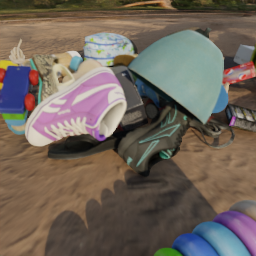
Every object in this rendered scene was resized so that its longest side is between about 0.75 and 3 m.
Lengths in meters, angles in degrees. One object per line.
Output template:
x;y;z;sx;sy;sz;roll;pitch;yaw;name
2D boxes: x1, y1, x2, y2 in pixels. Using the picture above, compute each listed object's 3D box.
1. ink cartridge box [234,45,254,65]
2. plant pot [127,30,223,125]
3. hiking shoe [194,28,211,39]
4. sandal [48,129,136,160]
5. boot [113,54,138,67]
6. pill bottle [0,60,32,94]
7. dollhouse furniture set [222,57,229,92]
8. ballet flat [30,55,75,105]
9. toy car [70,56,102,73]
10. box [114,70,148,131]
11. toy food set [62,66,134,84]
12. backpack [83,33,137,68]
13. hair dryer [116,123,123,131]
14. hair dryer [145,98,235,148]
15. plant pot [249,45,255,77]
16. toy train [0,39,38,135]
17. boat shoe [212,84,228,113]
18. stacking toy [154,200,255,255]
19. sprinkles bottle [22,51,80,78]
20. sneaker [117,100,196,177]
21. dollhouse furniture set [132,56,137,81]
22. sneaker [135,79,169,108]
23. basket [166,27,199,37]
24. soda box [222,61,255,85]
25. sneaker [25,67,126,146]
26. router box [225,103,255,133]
5.591;-2.849;11.715;1.785;0.744;1.295;0;31;-26;ink cartridge box
1.166;-1.184;5.821;1.989;1.339;1.989;36;6;-5;plant pot
1.515;-2.260;8.485;1.118;0.959;2.578;-54;23;-5;hiking shoe
-0.701;0.213;6.335;2.263;0.542;0.851;-13;15;-18;sandal
0.638;-2.904;12.232;2.262;0.815;1.749;9;28;13;boot
-3.936;-1.037;8.037;1.336;1.336;2.385;7;30;13;pill bottle
2.628;-1.314;8.541;1.029;1.358;1.549;14;36;28;dollhouse furniture set
-1.958;-1.092;7.544;1.120;1.009;2.975;-12;48;-12;ballet flat
-1.182;-1.562;9.254;1.369;1.314;1.486;25;12;4;toy car
-0.054;-0.590;6.644;0.672;1.288;0.953;-23;68;2;box
-0.814;-0.918;8.122;2.175;0.657;1.561;-10;55;-2;toy food set
-0.976;-3.530;12.733;1.962;1.849;2.405;25;50;29;backpack
-0.221;-0.065;7.297;1.132;0.308;0.863;-2;29;0;hair dryer
1.509;-0.340;7.652;2.133;0.761;2.801;10;36;-4;hair dryer
5.161;-2.360;9.223;1.849;1.840;1.678;6;24;-11;plant pot
-2.755;-1.030;7.219;0.944;1.290;2.230;2;56;-9;toy train
1.511;-1.334;7.375;2.638;1.110;0.905;32;13;-19;boat shoe
0.477;1.756;2.997;2.812;1.200;1.200;-14;30;-18;stacking toy
-3.171;-2.330;10.938;2.787;0.951;0.951;-23;35;-37;sprinkles bottle
0.876;0.138;5.884;2.224;0.838;0.881;-38;55;-3;sneaker
0.008;-1.559;8.561;0.816;1.626;1.065;17;19;-34;dollhouse furniture set
0.605;-0.947;7.549;0.580;0.665;1.479;21;28;-35;sneaker
2.175;-2.577;10.220;1.219;1.792;1.616;-11;8;21;basket
3.604;-1.784;9.324;1.138;0.361;0.399;-15;44;27;soda box
-1.090;-0.104;5.612;2.365;0.857;1.349;-37;53;14;sneaker
3.050;-0.269;7.380;0.822;0.281;1.102;16;25;6;router box
